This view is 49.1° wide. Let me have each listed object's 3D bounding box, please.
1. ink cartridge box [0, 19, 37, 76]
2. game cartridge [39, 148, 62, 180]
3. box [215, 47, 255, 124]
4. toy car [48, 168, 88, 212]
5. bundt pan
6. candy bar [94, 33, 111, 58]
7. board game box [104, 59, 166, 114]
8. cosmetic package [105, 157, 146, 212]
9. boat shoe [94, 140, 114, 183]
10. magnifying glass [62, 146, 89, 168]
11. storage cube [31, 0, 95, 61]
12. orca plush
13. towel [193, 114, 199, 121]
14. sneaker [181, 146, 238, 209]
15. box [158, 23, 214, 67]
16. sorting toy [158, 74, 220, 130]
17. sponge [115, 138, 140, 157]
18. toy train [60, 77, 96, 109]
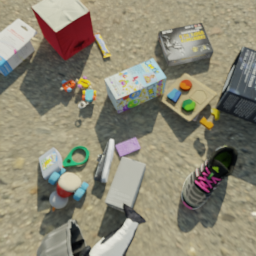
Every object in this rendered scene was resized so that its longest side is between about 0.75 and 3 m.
[{"bbox_3d":[-4.741,-3.288,11.405,1.224,0.721,2.126,37,73,13],"label":"ink cartridge box"},{"bbox_3d":[-2.651,1.180,9.611,0.755,0.229,1.133,-34,40,-3],"label":"game cartridge"},{"bbox_3d":[4.991,-1.328,10.235,2.775,1.485,2.059,22,70,8],"label":"box"},{"bbox_3d":[-2.178,2.192,9.292,1.160,1.113,1.259,33,100,0],"label":"toy car"},{"bbox_3d":[-1.590,4.000,7.404,1.072,2.855,2.855,-19,70,-6],"label":"bundt pan"},{"bbox_3d":[-1.111,-3.481,11.799,0.331,0.147,1.326,-23,71,-9],"label":"candy bar"},{"bbox_3d":[0.277,-1.560,10.529,2.012,1.037,1.055,-25,65,-9],"label":"board game box"},{"bbox_3d":[-0.063,1.909,9.384,0.887,0.749,1.661,19,68,12],"label":"cosmetic package"},{"bbox_3d":[-0.856,1.122,9.817,0.529,0.559,1.560,10,74,7],"label":"boat shoe"},{"bbox_3d":[-2.165,1.241,9.948,1.721,0.193,0.685,-30,69,-12],"label":"magnifying glass"},{"bbox_3d":[-2.511,-4.127,11.212,1.631,1.715,1.908,-38,73,-13],"label":"storage cube"},{"bbox_3d":[-0.774,3.593,8.467,1.524,1.030,2.896,29,84,-22],"label":"orca plush"},{"bbox_3d":[2.342,-0.829,10.762,0.943,0.152,0.901,25,71,9],"label":"towel"},{"bbox_3d":[2.745,1.530,9.296,0.978,1.160,2.651,41,74,14],"label":"sneaker"},{"bbox_3d":[2.355,-3.458,11.610,1.924,0.465,1.523,-12,69,-4],"label":"box"},{"bbox_3d":[2.501,-1.015,10.516,1.722,0.309,2.311,-41,62,-15],"label":"sorting toy"},{"bbox_3d":[-0.009,0.701,10.178,0.808,0.121,0.451,-21,71,-7],"label":"sponge"},{"bbox_3d":[-1.870,-1.369,10.852,1.115,0.413,1.485,-35,69,-12],"label":"toy train"}]
